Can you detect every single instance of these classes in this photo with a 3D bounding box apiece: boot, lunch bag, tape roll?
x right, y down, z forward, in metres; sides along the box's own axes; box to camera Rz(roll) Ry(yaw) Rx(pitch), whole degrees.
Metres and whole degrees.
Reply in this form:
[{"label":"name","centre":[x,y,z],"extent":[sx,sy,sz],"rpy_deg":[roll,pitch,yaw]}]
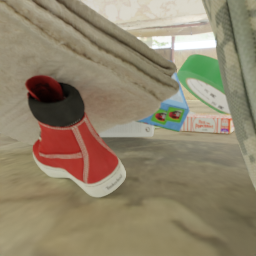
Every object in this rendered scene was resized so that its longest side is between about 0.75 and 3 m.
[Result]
[{"label":"boot","centre":[-0.714,-0.014,2.683],"extent":[0.531,1.057,1.465],"rpy_deg":[-41,28,-27]},{"label":"lunch bag","centre":[1.499,-0.500,1.602],"extent":[1.974,2.377,2.834],"rpy_deg":[3,8,24]},{"label":"tape roll","centre":[2.613,-1.114,8.121],"extent":[2.513,0.604,2.513],"rpy_deg":[36,0,0]}]

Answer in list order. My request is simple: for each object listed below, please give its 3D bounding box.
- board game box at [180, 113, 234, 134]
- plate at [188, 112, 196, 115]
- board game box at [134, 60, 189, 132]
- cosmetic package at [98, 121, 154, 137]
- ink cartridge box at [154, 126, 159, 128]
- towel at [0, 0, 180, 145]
[{"label":"board game box","centre":[2.050,-0.137,6.913],"extent":[1.134,0.347,1.497],"rpy_deg":[4,8,27]},{"label":"plate","centre":[0.967,-0.441,8.396],"extent":[2.021,0.327,2.025],"rpy_deg":[19,14,37]},{"label":"board game box","centre":[-0.415,-0.923,4.688],"extent":[2.587,0.473,1.957],"rpy_deg":[14,33,-9]},{"label":"cosmetic package","centre":[-0.499,-0.161,5.415],"extent":[1.810,0.670,0.920],"rpy_deg":[1,2,-20]},{"label":"ink cartridge box","centre":[-0.887,-0.335,7.365],"extent":[2.886,0.692,2.100],"rpy_deg":[-5,8,-23]},{"label":"towel","centre":[-1.107,-0.440,3.063],"extent":[1.979,0.515,2.986],"rpy_deg":[26,-27,-34]}]
